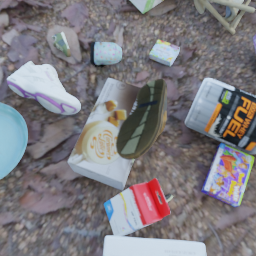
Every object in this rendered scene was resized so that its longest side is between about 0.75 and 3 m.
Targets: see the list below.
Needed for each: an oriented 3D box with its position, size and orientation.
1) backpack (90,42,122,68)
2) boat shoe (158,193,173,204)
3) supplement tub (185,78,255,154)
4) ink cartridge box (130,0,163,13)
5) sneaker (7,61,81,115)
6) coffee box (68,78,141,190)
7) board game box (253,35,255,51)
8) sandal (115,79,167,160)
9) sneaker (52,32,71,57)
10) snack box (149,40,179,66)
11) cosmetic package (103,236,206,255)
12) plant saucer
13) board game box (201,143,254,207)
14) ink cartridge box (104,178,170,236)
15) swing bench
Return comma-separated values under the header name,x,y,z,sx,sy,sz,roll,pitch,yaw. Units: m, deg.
name,x,y,z,sx,sy,sz,roll,pitch,yaw
backpack,-0.726,-2.456,9.309,1.034,0.655,0.863,4,100,16
boat shoe,0.798,1.908,7.335,0.805,0.295,0.261,-27,87,-19
supplement tub,3.109,-0.268,8.053,2.598,1.592,1.592,24,69,11
ink cartridge box,1.022,-5.497,10.573,2.259,0.760,1.323,-39,83,-18
sneaker,-2.435,-1.333,8.536,2.667,0.998,1.328,26,67,20
coffee box,-0.367,0.146,8.141,1.602,1.117,2.802,20,69,8
board game box,4.666,-2.280,9.204,1.050,0.283,1.750,26,52,-21
sandal,0.508,-0.216,7.196,1.085,0.725,2.655,-10,41,29
sneaker,-2.355,-2.866,9.782,0.477,0.356,1.061,-16,68,-13
snack box,1.245,-2.572,9.585,0.821,0.278,0.692,27,76,20
cosmetic package,0.538,3.738,5.975,2.073,2.086,2.492,1,65,8
plant saucer,-4.406,0.507,8.192,2.954,0.405,2.954,1,59,-2
board game box,2.881,1.335,8.073,1.026,0.342,1.526,23,69,10
ink cartridge box,0.179,1.978,6.875,0.548,1.630,0.947,0,59,-43
swing bench,3.553,-4.918,9.901,2.095,1.359,2.084,32,72,0
